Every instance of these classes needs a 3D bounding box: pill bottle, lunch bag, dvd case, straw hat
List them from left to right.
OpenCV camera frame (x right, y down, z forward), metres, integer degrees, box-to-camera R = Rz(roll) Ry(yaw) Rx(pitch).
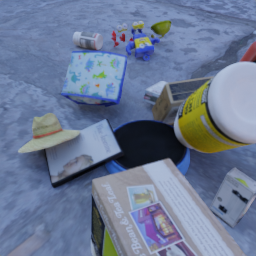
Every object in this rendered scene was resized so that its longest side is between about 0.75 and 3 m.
[{"bbox_3d":[-2.047,0.007,7.016,1.668,0.706,1.668,-14,10,2],"label":"straw hat"},{"bbox_3d":[-1.151,0.584,7.043,1.855,0.163,1.324,-25,45,-4],"label":"dvd case"},{"bbox_3d":[-1.802,-3.929,12.530,1.194,0.680,0.680,15,42,17],"label":"pill bottle"},{"bbox_3d":[-0.928,-1.491,8.560,1.783,1.136,1.516,5,80,28],"label":"lunch bag"},{"bbox_3d":[1.893,-0.235,5.924,1.442,2.565,1.442,2,78,-10],"label":"pill bottle"}]

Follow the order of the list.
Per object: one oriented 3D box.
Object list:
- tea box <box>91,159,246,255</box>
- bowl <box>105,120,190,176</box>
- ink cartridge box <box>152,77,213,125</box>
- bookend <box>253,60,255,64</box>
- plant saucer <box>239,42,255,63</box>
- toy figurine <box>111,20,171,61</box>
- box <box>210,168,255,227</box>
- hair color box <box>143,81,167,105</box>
[{"bbox_3d":[0.408,1.990,4.185,1.397,2.056,2.090,-13,42,-22],"label":"tea box"},{"bbox_3d":[0.478,0.577,7.262,2.248,0.441,2.248,0,39,0],"label":"bowl"},{"bbox_3d":[1.535,-0.682,7.795,1.391,1.689,0.634,-9,71,-10],"label":"ink cartridge box"},{"bbox_3d":[4.185,-0.595,7.265,0.983,2.120,2.133,-30,47,-29],"label":"bookend"},{"bbox_3d":[4.132,-1.804,8.363,2.711,2.706,0.497,-16,65,-17],"label":"plant saucer"},{"bbox_3d":[0.756,-3.518,12.078,2.679,1.413,1.605,-13,70,-12],"label":"toy figurine"},{"bbox_3d":[2.146,1.412,5.679,0.324,1.078,0.629,-22,48,-38],"label":"box"},{"bbox_3d":[1.089,-1.128,9.121,0.650,0.398,1.313,23,30,22],"label":"hair color box"}]
